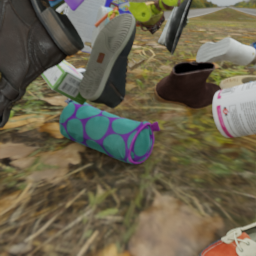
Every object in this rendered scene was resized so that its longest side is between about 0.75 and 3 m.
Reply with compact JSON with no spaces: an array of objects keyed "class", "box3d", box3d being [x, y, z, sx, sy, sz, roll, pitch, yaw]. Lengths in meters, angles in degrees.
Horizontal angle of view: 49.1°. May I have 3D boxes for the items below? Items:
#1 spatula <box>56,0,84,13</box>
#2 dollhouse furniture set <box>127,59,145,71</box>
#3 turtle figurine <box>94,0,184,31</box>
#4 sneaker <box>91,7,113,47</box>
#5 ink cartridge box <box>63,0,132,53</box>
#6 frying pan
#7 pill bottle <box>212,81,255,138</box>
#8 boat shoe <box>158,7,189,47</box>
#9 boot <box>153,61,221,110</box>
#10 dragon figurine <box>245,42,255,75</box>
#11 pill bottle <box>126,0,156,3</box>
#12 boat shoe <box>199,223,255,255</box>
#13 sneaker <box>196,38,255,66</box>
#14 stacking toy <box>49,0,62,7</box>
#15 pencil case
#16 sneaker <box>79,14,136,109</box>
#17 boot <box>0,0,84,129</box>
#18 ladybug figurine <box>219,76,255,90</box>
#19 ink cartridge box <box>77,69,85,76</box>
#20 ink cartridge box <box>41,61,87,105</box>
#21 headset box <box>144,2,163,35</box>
[{"class":"spatula","box3d":[-1.806,-2.878,7.039,1.842,0.520,0.189,-32,10,24]},{"class":"dollhouse furniture set","box3d":[-0.103,-2.643,8.986,0.654,0.765,1.477,-35,67,-8]},{"class":"turtle figurine","box3d":[0.360,-2.612,6.400,2.404,0.774,1.939,-14,15,2]},{"class":"sneaker","box3d":[-0.851,-3.517,10.290,0.744,1.817,0.672,-2,57,-24]},{"class":"ink cartridge box","box3d":[-1.199,-4.162,10.855,2.557,2.581,0.560,5,33,-29]},{"class":"frying pan","box3d":[1.593,-3.375,7.671,0.456,2.800,1.693,20,5,7]},{"class":"pill bottle","box3d":[2.144,-0.340,4.320,1.452,0.823,0.823,-12,13,41]},{"class":"boat shoe","box3d":[1.813,-3.856,10.068,0.646,2.029,0.717,24,26,-8]},{"class":"boot","box3d":[1.440,-0.868,5.734,1.719,0.622,1.430,-5,-14,-15]},{"class":"dragon figurine","box3d":[3.343,-1.857,6.570,1.030,0.610,2.072,-45,8,-18]},{"class":"pill bottle","box3d":[0.181,-2.154,3.483,0.561,1.025,0.561,-4,15,1]},{"class":"boat shoe","box3d":[1.725,1.714,4.102,1.605,0.502,0.571,-10,29,-17]},{"class":"sneaker","box3d":[2.100,-1.544,6.068,0.802,0.511,1.387,14,6,-16]},{"class":"stacking toy","box3d":[-2.767,-4.358,8.107,1.115,1.179,2.031,-18,4,34]},{"class":"pencil case","box3d":[-0.575,0.032,6.948,2.526,1.075,1.167,20,54,35]},{"class":"sneaker","box3d":[-0.259,-1.305,5.668,0.678,1.814,0.963,30,5,30]},{"class":"boot","box3d":[-1.835,-1.287,3.807,1.878,2.158,0.747,-34,-1,13]},{"class":"ladybug figurine","box3d":[4.320,-0.979,9.062,2.856,1.027,1.939,9,31,15]},{"class":"ink cartridge box","box3d":[-2.803,-2.687,13.581,1.310,0.374,1.065,26,36,36]},{"class":"ink cartridge box","box3d":[-1.470,-1.194,6.003,0.832,0.475,1.602,28,14,-49]},{"class":"headset box","box3d":[0.579,-3.271,8.153,0.340,0.880,0.655,-27,33,42]}]
